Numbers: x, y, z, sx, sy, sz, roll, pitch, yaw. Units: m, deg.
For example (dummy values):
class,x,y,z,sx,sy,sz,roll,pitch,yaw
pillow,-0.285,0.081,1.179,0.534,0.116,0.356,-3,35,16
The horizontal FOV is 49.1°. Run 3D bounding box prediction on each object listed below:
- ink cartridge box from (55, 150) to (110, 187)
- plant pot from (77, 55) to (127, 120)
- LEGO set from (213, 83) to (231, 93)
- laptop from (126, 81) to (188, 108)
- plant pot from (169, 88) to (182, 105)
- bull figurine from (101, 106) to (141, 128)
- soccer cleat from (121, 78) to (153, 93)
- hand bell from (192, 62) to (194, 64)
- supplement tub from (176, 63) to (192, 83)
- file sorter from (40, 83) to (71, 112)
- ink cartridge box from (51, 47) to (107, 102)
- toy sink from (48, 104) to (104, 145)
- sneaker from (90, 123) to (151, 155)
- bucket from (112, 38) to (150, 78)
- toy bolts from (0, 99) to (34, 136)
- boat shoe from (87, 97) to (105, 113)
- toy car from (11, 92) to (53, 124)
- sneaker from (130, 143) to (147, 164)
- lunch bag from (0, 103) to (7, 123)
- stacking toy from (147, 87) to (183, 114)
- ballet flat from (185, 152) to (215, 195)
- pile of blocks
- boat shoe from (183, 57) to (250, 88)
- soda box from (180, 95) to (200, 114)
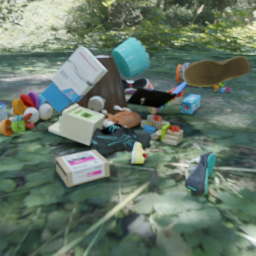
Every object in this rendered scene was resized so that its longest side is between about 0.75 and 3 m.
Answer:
class,x,y,z,sx,sy,sz,roll,pitch,yaw
ink cartridge box,-1.256,1.077,7.703,1.217,0.457,1.002,-10,21,-29
plant pot,-1.239,-1.960,12.847,2.444,2.615,2.444,0,20,0
LEGO set,5.706,-2.489,17.587,0.489,0.526,1.282,-44,67,-14
laptop,1.361,-1.668,11.635,2.442,1.261,2.164,8,-12,-11
plant pot,2.557,-1.719,15.028,0.722,0.771,0.722,0,19,0
bull figurine,-0.420,-0.281,10.921,1.314,0.705,2.164,32,28,31
soccer cleat,0.252,-2.436,17.157,2.714,0.926,0.993,0,-21,38
hand bell,2.343,-1.938,9.573,0.546,0.546,1.048,12,-11,31
supplement tub,4.688,-3.721,19.499,2.478,1.518,1.518,8,21,19
file sorter,-2.864,-1.307,11.355,0.703,1.014,0.622,-36,21,17
ink cartridge box,-1.903,-2.077,11.003,1.287,1.780,0.750,47,14,1
toy sink,-1.719,-0.197,9.375,1.539,0.862,1.003,19,22,11
sneaker,-0.160,0.308,9.241,2.170,0.860,0.818,-9,25,-27
bucket,0.095,-3.212,13.053,1.102,1.695,1.695,-35,31,-15
toy bolts,-4.443,-0.389,10.851,0.988,1.361,1.425,-4,1,7
boat shoe,-1.196,-1.029,11.205,0.747,0.601,1.611,-55,9,-26
toy car,-4.225,-0.954,12.203,1.443,1.237,1.649,13,24,34
sneaker,0.354,0.808,8.630,0.477,0.413,1.057,8,27,5
lunch bag,-5.240,-0.464,11.342,0.674,0.899,1.057,3,20,5
stacking toy,1.764,-1.379,13.156,1.844,0.787,0.787,-28,26,-8
ballet flat,1.880,1.103,7.406,0.690,0.690,1.888,8,24,22
pile of blocks,1.103,-0.050,10.355,0.897,0.679,2.184,-13,25,-34
boat shoe,2.753,-1.735,9.002,2.285,0.838,0.716,-9,-1,-14
soda box,3.096,-1.177,13.793,0.544,0.575,1.695,10,22,26
